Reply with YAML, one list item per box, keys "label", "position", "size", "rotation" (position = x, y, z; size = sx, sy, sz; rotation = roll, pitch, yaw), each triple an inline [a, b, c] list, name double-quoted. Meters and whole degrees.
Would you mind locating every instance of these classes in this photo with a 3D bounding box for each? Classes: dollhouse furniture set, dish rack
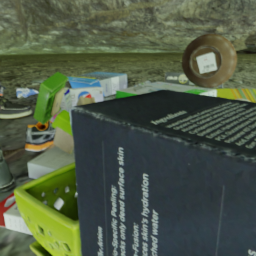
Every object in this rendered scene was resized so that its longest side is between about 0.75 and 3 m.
- label: "dollhouse furniture set"
  position: [-0.741, 0.055, 6.439]
  size: [2.989, 1.154, 1.494]
  rotation: [32, 45, 4]
- label: "dish rack"
  position: [-3.525, 0.677, 5.872]
  size: [1.821, 0.648, 2.374]
  rotation: [-13, 27, -27]

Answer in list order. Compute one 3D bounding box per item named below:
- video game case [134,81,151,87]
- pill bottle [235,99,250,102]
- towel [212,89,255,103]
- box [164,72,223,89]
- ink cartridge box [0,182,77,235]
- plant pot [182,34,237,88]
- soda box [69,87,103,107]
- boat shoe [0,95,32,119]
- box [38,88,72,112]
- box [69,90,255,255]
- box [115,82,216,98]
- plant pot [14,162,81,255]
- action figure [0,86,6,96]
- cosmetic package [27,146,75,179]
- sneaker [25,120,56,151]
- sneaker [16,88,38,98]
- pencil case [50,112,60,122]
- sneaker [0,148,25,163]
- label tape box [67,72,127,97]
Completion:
- label: "video game case"
  position: [0.909, -1.839, 13.552]
  size: [1.177, 0.105, 0.842]
  rotation: [-28, 74, -44]
- label: "pill bottle"
  position: [3.295, 0.000, 7.437]
  size: [1.159, 1.159, 2.034]
  rotation: [-1, 19, -2]
- label: "towel"
  position: [4.202, -1.318, 12.240]
  size: [2.983, 0.269, 1.284]
  rotation: [0, 38, 2]
- label: "box"
  position: [3.287, -2.200, 13.945]
  size: [2.716, 0.667, 2.189]
  rotation: [6, 2, 16]
- label: "ink cartridge box"
  position: [-1.723, 1.267, 5.019]
  size: [1.235, 0.313, 1.402]
  rotation: [6, 20, 15]
- label: "plant pot"
  position: [2.329, -1.939, 8.225]
  size: [1.712, 1.712, 1.831]
  rotation: [6, 15, 17]
- label: "soda box"
  position: [-2.256, -1.182, 11.422]
  size: [2.422, 0.825, 0.771]
  rotation: [-8, 12, -22]
- label: "boat shoe"
  position: [-4.896, -0.831, 10.455]
  size: [2.505, 0.823, 0.895]
  rotation: [2, 17, 3]
- label: "box"
  position: [-2.570, -0.883, 10.073]
  size: [0.989, 1.075, 0.564]
  rotation: [4, 34, 10]
- label: "box"
  position: [0.808, 1.025, 2.452]
  size: [2.416, 2.376, 1.418]
  rotation: [16, 24, 40]
- label: "box"
  position: [1.259, -0.693, 9.471]
  size: [2.266, 1.241, 2.568]
  rotation: [-18, 25, -39]
- label: "plant pot"
  position: [-0.621, 1.254, 3.770]
  size: [1.235, 1.127, 1.241]
  rotation: [15, 24, 37]
- label: "action figure"
  position: [-6.320, -1.707, 12.971]
  size: [1.152, 1.115, 0.603]
  rotation: [-41, 30, -11]
- label: "cosmetic package"
  position: [-1.302, 0.743, 6.412]
  size: [1.177, 0.403, 1.561]
  rotation: [10, 21, 19]
- label: "sneaker"
  position: [-2.262, 0.073, 8.005]
  size: [0.701, 0.692, 1.791]
  rotation: [3, 17, 16]
- label: "sneaker"
  position: [-4.917, -1.690, 13.666]
  size: [1.130, 0.435, 0.428]
  rotation: [-1, -16, 15]
- label: "pencil case"
  position: [-2.228, -0.270, 9.199]
  size: [1.331, 0.582, 0.582]
  rotation: [8, 20, 19]
- label: "sneaker"
  position: [-2.885, 0.626, 6.804]
  size: [0.309, 0.288, 0.818]
  rotation: [35, 30, 14]
- label: "label tape box"
  position: [-1.723, -2.224, 14.471]
  size: [2.113, 0.975, 2.949]
  rotation: [11, 23, 32]
